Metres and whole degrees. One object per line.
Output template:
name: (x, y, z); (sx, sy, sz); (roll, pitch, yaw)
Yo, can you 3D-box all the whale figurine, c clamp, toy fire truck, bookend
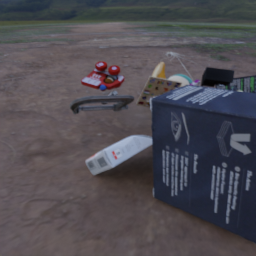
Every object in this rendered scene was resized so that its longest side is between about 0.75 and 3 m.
whale figurine: (2.023, -1.525, 12.369); (1.086, 1.665, 2.092); (-43, 5, -41)
c clamp: (-1.024, -0.819, 10.804); (2.817, 0.381, 2.406); (-3, -8, -35)
toy fire truck: (-0.900, -1.767, 10.341); (1.368, 0.767, 1.148); (21, 51, 21)
bookend: (2.795, -1.547, 8.832); (0.846, 0.390, 0.841); (9, -6, 8)

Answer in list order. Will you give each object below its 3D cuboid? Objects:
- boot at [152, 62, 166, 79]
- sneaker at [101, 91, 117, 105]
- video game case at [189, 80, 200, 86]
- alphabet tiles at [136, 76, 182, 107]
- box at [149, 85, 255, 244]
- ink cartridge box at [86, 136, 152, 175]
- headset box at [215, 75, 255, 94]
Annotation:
boot: (1.758, -2.091, 13.530); (1.340, 1.871, 0.658); (27, -16, -25)
sneaker: (-0.861, -1.278, 12.706); (0.895, 0.517, 0.338); (-37, 82, -16)
video game case: (2.062, -1.086, 9.236); (0.163, 0.824, 0.909); (24, 36, 26)
alphabet tiles: (1.509, -1.294, 11.191); (1.997, 1.669, 0.075); (8, 53, -16)
box: (2.161, 0.646, 6.711); (2.879, 2.832, 1.691); (16, 29, 40)
ink cartridge box: (0.074, 0.504, 8.303); (2.419, 0.606, 1.962); (-31, -1, -26)
headset box: (5.163, -1.478, 11.773); (1.957, 1.043, 2.248); (6, -4, -43)
